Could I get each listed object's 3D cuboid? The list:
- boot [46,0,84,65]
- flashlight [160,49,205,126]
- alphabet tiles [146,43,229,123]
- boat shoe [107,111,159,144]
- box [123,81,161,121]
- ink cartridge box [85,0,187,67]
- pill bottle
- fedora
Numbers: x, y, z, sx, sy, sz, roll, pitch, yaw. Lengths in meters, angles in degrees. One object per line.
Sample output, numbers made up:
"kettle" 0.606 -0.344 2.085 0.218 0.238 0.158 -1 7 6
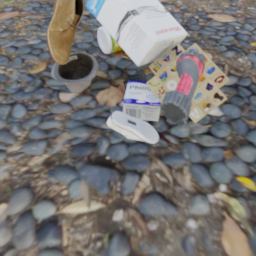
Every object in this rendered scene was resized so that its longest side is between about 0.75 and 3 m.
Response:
"boot" -2.191 -3.596 9.976 1.003 2.657 0.978 2 -4 39
"flashlight" 1.286 -1.046 6.594 0.744 0.747 2.197 12 44 20
"alphabet tiles" 1.862 -1.474 9.008 2.060 0.078 2.476 -39 75 9
"boat shoe" 0.093 0.059 6.280 1.244 0.434 0.441 23 52 -22
"box" 0.568 -1.081 10.993 1.405 0.801 1.528 5 43 5
"ink cartridge box" 0.321 -3.758 9.747 2.934 1.228 2.129 51 43 8
"pill bottle" -0.242 -4.761 14.477 2.421 1.344 1.344 -22 48 -22
"fedora" -2.213 -2.272 12.090 1.973 1.007 2.231 -2 50 -1
